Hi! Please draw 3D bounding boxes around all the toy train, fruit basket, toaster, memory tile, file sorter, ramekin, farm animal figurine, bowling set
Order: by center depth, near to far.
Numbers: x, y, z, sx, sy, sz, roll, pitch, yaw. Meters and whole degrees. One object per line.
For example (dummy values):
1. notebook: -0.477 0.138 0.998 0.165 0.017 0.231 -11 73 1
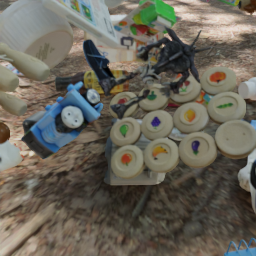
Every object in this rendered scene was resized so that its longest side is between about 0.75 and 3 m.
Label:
1. bowling set: -2.437 -0.507 4.552 1.177 1.525 2.192 28 21 8
2. toy train: -1.125 -0.097 4.837 1.703 0.738 0.973 -27 24 46
3. file sorter: 2.239 2.263 4.850 0.852 0.523 0.591 -5 35 -8
4. memory tile: 0.867 -0.133 5.373 2.660 0.223 2.038 -13 57 16
5. farm animal figurine: 2.389 -2.810 5.647 1.328 0.827 1.645 -43 50 -9
6. toy train: 1.567 -0.838 6.640 1.130 0.418 1.504 29 15 -25
7. toaster: 0.201 0.512 6.818 1.373 1.208 2.126 5 25 1
8. fruit basket: 0.471 -2.633 7.167 1.295 1.399 0.656 7 67 -42
9. ramekin: -2.370 -2.310 7.372 2.060 2.060 0.959 -32 80 -38
10. toy train: 3.587 0.186 7.474 1.573 0.682 0.899 22 -3 29
11. toaster: -2.336 -0.038 8.074 1.228 0.698 0.793 9 33 16

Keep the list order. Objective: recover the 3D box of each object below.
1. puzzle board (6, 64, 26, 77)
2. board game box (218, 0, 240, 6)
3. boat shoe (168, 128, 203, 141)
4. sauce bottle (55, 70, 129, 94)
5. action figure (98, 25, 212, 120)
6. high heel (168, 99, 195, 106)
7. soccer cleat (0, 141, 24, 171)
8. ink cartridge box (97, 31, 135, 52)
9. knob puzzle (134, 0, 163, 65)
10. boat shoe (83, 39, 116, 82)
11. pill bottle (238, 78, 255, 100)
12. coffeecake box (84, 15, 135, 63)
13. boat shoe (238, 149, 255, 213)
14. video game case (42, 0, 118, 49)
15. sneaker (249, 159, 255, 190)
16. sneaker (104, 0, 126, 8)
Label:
1. puzzle board: -4.477 -2.878 12.690 1.659 0.192 2.202 9 36 13
2. board game box: 3.873 -5.221 9.824 1.115 1.657 0.241 -1 46 -32
3. boat shoe: 1.632 0.161 8.084 1.077 0.345 0.397 14 37 20
4. sauce bottle: -1.318 -1.669 10.371 2.651 0.875 0.875 -6 35 -5
5. action figure: 0.421 -0.895 4.472 1.745 1.037 0.890 -30 5 5
6. high heel: 1.865 -0.890 9.402 1.752 0.591 0.842 7 22 37
7. soccer cleat: -3.546 0.461 7.416 1.905 0.660 0.739 30 46 32
8. ink cartridge box: -0.297 -3.102 10.040 1.371 0.578 0.992 0 14 -29
9. knob puzzle: 0.512 -3.114 8.546 0.345 2.486 2.486 -5 34 -17
10. boat shoe: -0.738 -1.855 8.002 0.536 1.560 0.657 -7 46 25
11. pill bottle: 4.740 -1.421 10.003 1.431 0.796 0.796 -8 35 -13
12. coffeecake box: -0.717 -4.059 12.863 2.499 1.919 0.913 -8 36 -12
13. boat shoe: 2.925 1.174 6.393 0.763 0.775 2.185 -11 28 35
14. video game case: -1.173 -3.003 6.417 1.945 0.253 2.136 19 45 -46
15. sneaker: 3.029 0.384 4.388 2.416 1.351 0.883 -13 63 -5
16. sneaker: 0.117 -2.646 4.984 0.457 1.292 0.641 50 31 2
